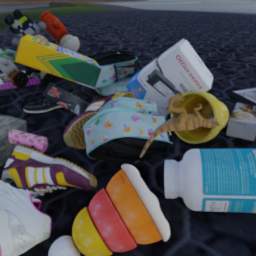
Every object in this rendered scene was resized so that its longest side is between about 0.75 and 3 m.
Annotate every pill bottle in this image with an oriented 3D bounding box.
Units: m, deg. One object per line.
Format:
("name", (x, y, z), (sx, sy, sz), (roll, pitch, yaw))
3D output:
("pill bottle", (1.932, 1.071, 5.795), (2.325, 1.288, 1.288), (0, 28, 10))

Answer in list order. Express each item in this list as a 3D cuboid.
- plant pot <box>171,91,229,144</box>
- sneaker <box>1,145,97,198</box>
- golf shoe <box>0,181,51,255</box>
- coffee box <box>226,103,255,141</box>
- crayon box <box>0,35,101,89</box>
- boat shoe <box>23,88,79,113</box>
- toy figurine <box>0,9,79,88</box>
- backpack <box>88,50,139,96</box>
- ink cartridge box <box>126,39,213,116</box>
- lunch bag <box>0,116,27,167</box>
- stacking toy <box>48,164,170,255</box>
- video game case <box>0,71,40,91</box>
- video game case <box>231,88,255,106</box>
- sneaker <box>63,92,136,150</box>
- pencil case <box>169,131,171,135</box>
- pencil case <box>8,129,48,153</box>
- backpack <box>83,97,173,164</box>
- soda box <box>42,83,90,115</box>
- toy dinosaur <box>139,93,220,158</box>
("plant pot", (2.309, -0.338, 8.522), (1.430, 1.520, 1.520), (-6, 24, -45))
("sneaker", (-1.774, 1.173, 6.194), (2.290, 0.858, 1.032), (13, 70, 26))
("golf shoe", (-2.541, 1.544, 5.572), (1.280, 1.053, 2.796), (-4, 25, -41))
("coffee box", (3.786, -0.228, 9.079), (0.856, 0.597, 1.497), (14, 31, 25))
("crayon box", (-2.257, -2.082, 8.362), (2.711, 0.699, 1.704), (16, 17, -19))
("boat shoe", (-2.891, -1.081, 10.568), (2.108, 0.699, 0.788), (-11, 30, -19))
("toy figurine", (-3.822, -3.135, 11.614), (2.085, 2.997, 2.951), (47, 27, 2))
("backpack", (-0.878, -2.334, 11.816), (2.241, 1.718, 1.970), (-8, 29, -21))
("ink cartridge box", (1.342, -1.502, 9.189), (2.272, 1.643, 0.957), (-32, 16, 35))
("lunch bag", (-3.884, 0.288, 7.706), (1.692, 0.995, 1.388), (14, 32, 16))
("stacking toy", (-0.453, 1.732, 4.938), (2.071, 1.513, 1.513), (-29, 34, -7))
("video game case", (-5.309, -2.284, 13.222), (1.833, 0.328, 1.661), (-15, 32, -26))
("video game case", (5.514, -1.106, 11.081), (1.877, 0.265, 2.077), (-10, 30, -18))
("sneaker", (-0.990, -0.219, 8.747), (1.309, 1.089, 2.906), (-1, 25, 45))
("pencil case", (0.893, 0.361, 8.179), (0.455, 0.417, 1.004), (25, 36, 19))
("pencil case", (-2.352, 0.303, 6.589), (0.922, 0.382, 0.399), (13, 49, 8))
("backpack", (-0.107, 0.106, 6.580), (1.854, 1.421, 1.630), (0, -21, -40))
("soda box", (-2.073, -0.930, 9.548), (1.549, 0.548, 0.491), (28, -1, -1))
("toy dinosaur", (0.903, -0.115, 5.004), (1.635, 0.494, 0.868), (-13, 75, -10))
